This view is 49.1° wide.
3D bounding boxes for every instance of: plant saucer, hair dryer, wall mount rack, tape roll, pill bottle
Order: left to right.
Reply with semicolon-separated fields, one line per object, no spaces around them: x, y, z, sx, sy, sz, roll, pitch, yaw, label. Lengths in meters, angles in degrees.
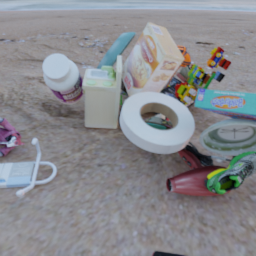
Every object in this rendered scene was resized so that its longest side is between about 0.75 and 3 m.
-3.236;1.199;7.187;2.561;0.955;2.225;-4;36;-4;wall mount rack
-2.395;-1.799;10.479;1.270;1.270;2.263;1;-14;2;pill bottle
-0.607;-2.990;11.538;0.458;2.547;2.547;36;30;-9;plant saucer
0.831;-0.207;7.950;2.152;0.393;2.152;8;46;-8;tape roll
1.892;1.169;7.671;2.124;0.758;2.789;11;19;32;hair dryer
2.647;0.167;6.952;1.701;1.701;0.427;5;60;8;plant saucer

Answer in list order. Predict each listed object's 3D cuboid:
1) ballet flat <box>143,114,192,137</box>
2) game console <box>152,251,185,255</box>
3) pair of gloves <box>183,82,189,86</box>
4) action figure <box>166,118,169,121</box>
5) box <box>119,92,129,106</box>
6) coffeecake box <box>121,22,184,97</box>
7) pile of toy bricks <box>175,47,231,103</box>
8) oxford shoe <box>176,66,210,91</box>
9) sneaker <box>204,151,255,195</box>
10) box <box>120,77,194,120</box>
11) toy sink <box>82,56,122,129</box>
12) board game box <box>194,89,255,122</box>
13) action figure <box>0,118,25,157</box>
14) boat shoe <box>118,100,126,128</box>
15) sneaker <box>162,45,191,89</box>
1.284;-0.126;9.004;1.714;0.592;0.610;16;74;-4;ballet flat
1.310;2.992;4.670;2.067;0.321;1.828;6;25;9;game console
1.859;-1.942;13.427;2.260;0.396;1.922;20;31;28;pair of gloves
1.080;0.212;9.434;0.348;0.441;1.348;45;52;-4;action figure
0.286;-1.328;12.126;1.003;0.549;1.136;17;33;25;box
0.719;-2.152;9.777;0.821;2.246;1.724;5;48;-32;coffeecake box
2.765;-2.051;10.813;1.293;2.330;1.150;14;25;-46;pile of toy bricks
2.890;-1.917;11.541;1.953;0.730;0.688;42;21;22;oxford shoe
2.529;1.081;6.389;1.505;0.587;0.641;-33;10;-3;sneaker
1.181;-1.648;11.700;2.882;0.638;2.309;37;42;21;box
-0.953;-1.345;10.135;1.291;2.304;1.502;3;35;-5;toy sink
2.971;-0.462;6.947;2.175;0.489;1.654;10;3;-42;board game box
-4.065;0.347;8.920;2.070;1.386;1.541;9;3;18;action figure
-0.039;-0.423;9.307;0.521;1.560;0.445;18;69;-3;boat shoe
1.835;-2.273;10.723;1.009;1.801;0.699;-8;48;-25;sneaker
